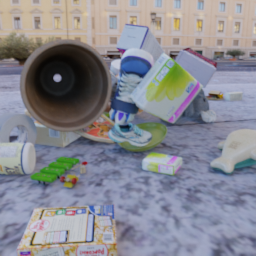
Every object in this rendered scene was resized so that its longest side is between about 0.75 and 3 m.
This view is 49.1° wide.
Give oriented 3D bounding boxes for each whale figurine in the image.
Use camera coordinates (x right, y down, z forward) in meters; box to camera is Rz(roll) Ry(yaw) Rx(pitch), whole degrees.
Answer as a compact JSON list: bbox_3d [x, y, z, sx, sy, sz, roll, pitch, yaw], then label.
[{"bbox_3d":[2.938,0.740,7.390,1.653,0.857,1.315,-37,30,-24],"label":"whale figurine"}]

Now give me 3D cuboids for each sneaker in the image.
[{"bbox_3d":[0.133,0.159,7.863,1.306,0.564,0.507,5,45,-23],"label":"sneaker"},{"bbox_3d":[0.046,-1.016,8.681,1.042,1.894,2.587,13,-17,-5],"label":"sneaker"}]

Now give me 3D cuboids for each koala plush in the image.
[{"bbox_3d":[2.508,-0.988,11.762,2.250,2.068,1.995,12,22,-34],"label":"koala plush"}]

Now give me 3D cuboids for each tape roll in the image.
[{"bbox_3d":[-3.209,0.224,7.881,0.431,1.305,1.305,9,18,28],"label":"tape roll"}]

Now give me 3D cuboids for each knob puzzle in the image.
[{"bbox_3d":[-1.134,-0.145,9.459,2.180,0.302,2.180,19,25,-10],"label":"knob puzzle"}]

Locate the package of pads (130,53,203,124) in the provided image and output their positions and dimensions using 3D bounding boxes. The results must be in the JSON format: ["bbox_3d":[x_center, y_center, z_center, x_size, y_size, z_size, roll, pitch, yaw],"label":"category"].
[{"bbox_3d":[1.200,-1.095,8.604,2.152,1.663,0.734,20,22,-53],"label":"package of pads"}]

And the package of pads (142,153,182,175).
[{"bbox_3d":[0.876,0.929,7.281,0.892,0.304,0.689,7,16,26],"label":"package of pads"}]

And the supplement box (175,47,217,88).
[{"bbox_3d":[2.598,-2.388,10.756,1.423,0.796,2.615,31,25,7],"label":"supplement box"}]

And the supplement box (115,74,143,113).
[{"bbox_3d":[0.232,-1.633,12.186,0.678,1.163,1.845,-32,41,1],"label":"supplement box"}]

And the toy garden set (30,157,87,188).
[{"bbox_3d":[-1.529,1.097,6.845,1.071,0.256,1.285,4,16,19],"label":"toy garden set"}]

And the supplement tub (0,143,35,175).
[{"bbox_3d":[-2.936,0.767,6.968,1.080,0.783,0.783,-1,16,-3],"label":"supplement tub"}]

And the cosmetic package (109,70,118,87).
[{"bbox_3d":[-1.453,-2.375,12.744,0.991,1.174,2.271,33,11,-32],"label":"cosmetic package"}]

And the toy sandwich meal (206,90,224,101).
[{"bbox_3d":[5.173,-1.950,16.834,1.286,0.441,1.286,0,16,0],"label":"toy sandwich meal"}]

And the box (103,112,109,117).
[{"bbox_3d":[-1.947,-0.629,11.998,1.594,0.623,2.613,8,18,24],"label":"box"}]

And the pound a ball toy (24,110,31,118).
[{"bbox_3d":[-3.733,-0.804,12.812,1.708,0.726,1.114,-1,42,-5],"label":"pound a ball toy"}]

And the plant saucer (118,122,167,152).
[{"bbox_3d":[0.456,0.305,8.828,1.612,0.250,1.612,-13,26,6],"label":"plant saucer"}]

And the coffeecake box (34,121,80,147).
[{"bbox_3d":[-2.394,0.028,9.727,1.359,0.647,1.770,5,17,17],"label":"coffeecake box"}]

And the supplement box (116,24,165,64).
[{"bbox_3d":[0.546,-2.991,10.850,1.013,1.035,2.003,19,-4,30],"label":"supplement box"}]

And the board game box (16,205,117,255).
[{"bbox_3d":[-0.916,1.703,4.573,1.436,0.333,1.088,-1,16,-4],"label":"board game box"}]

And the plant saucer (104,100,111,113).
[{"bbox_3d":[-1.366,-1.085,12.537,2.656,0.486,2.656,11,5,-1],"label":"plant saucer"}]

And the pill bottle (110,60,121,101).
[{"bbox_3d":[-0.423,-2.125,13.792,1.246,2.203,1.246,7,39,-6],"label":"pill bottle"}]

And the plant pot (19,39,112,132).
[{"bbox_3d":[-2.085,-1.453,8.816,2.624,2.624,2.288,-7,20,-22],"label":"plant pot"}]

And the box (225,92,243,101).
[{"bbox_3d":[6.209,-1.845,16.451,0.997,0.473,0.387,-6,17,-23],"label":"box"}]
